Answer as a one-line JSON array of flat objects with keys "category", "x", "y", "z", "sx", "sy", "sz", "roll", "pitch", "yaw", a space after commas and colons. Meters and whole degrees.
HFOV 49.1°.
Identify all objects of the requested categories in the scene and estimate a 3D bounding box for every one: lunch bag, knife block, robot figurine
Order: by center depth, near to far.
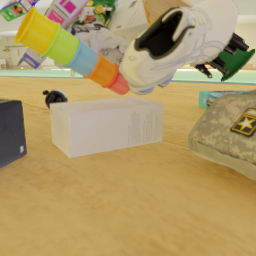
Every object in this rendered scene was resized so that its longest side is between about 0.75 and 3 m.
[{"category": "lunch bag", "x": 2.789, "y": 0.158, "z": 5.380, "sx": 2.676, "sy": 1.573, "sz": 2.194, "roll": -15, "pitch": 22, "yaw": -26}, {"category": "knife block", "x": 1.782, "y": -2.563, "z": 7.037, "sx": 2.506, "sy": 2.855, "sz": 0.913, "roll": -17, "pitch": 38, "yaw": 3}, {"category": "robot figurine", "x": -3.017, "y": -1.211, "z": 11.846, "sx": 0.853, "sy": 1.027, "sz": 1.366, "roll": -20, "pitch": 15, "yaw": 2}]

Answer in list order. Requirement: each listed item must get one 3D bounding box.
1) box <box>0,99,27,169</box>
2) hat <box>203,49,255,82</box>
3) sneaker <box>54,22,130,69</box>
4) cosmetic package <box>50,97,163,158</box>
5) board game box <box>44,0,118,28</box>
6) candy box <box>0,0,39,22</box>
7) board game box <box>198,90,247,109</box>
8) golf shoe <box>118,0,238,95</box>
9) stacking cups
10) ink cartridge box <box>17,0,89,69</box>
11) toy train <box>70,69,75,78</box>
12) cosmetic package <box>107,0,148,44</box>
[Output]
[{"category": "box", "x": -3.707, "y": 0.193, "z": 5.575, "sx": 2.314, "sy": 1.359, "sz": 2.276, "roll": 5, "pitch": 16, "yaw": 13}, {"category": "hat", "x": 2.932, "y": -2.366, "z": 8.804, "sx": 1.598, "sy": 1.407, "sz": 1.324, "roll": -48, "pitch": 3, "yaw": -26}, {"category": "sneaker", "x": -0.767, "y": -2.042, "z": 7.615, "sx": 1.549, "sy": 1.012, "sz": 2.694, "roll": 31, "pitch": 35, "yaw": 3}, {"category": "cosmetic package", "x": -0.532, "y": -0.136, "z": 7.259, "sx": 2.617, "sy": 1.110, "sz": 1.408, "roll": -9, "pitch": 18, "yaw": -28}, {"category": "board game box", "x": -1.743, "y": -4.060, "z": 9.897, "sx": 2.562, "sy": 0.301, "sz": 1.342, "roll": 11, "pitch": 62, "yaw": 20}, {"category": "candy box", "x": -3.378, "y": -3.941, "z": 8.853, "sx": 1.171, "sy": 0.451, "sz": 0.990, "roll": -3, "pitch": 51, "yaw": 39}, {"category": "board game box", "x": 4.424, "y": -0.988, "z": 11.322, "sx": 2.206, "sy": 0.686, "sz": 2.922, "roll": -2, "pitch": 15, "yaw": -6}, {"category": "golf shoe", "x": 1.082, "y": -1.688, "z": 5.015, "sx": 2.765, "sy": 1.082, "sz": 1.344, "roll": -39, "pitch": -12, "yaw": -12}, {"category": "stacking cups", "x": -0.996, "y": -1.377, "z": 5.801, "sx": 2.529, "sy": 0.765, "sz": 0.765, "roll": 30, "pitch": -4, "yaw": -34}, {"category": "ink cartridge box", "x": -2.026, "y": -2.743, "z": 7.786, "sx": 2.851, "sy": 0.598, "sz": 1.701, "roll": -27, "pitch": 29, "yaw": 47}, {"category": "toy train", "x": -2.169, "y": -3.006, "z": 10.585, "sx": 0.651, "sy": 1.759, "sz": 2.342, "roll": -6, "pitch": -21, "yaw": -31}, {"category": "cosmetic package", "x": 0.504, "y": -3.244, "z": 9.825, "sx": 2.158, "sy": 1.780, "sz": 1.779, "roll": 1, "pitch": 53, "yaw": 38}]
